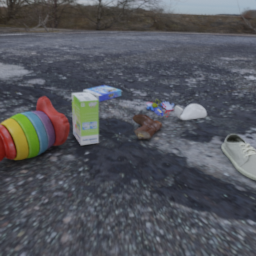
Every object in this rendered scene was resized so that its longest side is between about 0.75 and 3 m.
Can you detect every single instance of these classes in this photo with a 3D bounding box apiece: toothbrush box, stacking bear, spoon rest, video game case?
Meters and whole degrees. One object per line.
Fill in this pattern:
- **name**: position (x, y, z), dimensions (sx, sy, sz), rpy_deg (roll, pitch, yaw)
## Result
- **toothbrush box**: position (-1.441, -0.332, 9.360), dimensions (0.645, 1.498, 1.091), rpy_deg (-8, 24, -22)
- **stacking bear**: position (-3.248, 0.286, 8.140), dimensions (2.558, 1.454, 1.553), rpy_deg (-24, 56, -40)
- **spoon rest**: position (2.510, -0.637, 11.408), dimensions (1.783, 0.540, 0.886), rpy_deg (-6, 35, -42)
- **video game case**: position (-1.299, -1.753, 14.065), dimensions (1.429, 0.325, 1.296), rpy_deg (-21, 32, -38)

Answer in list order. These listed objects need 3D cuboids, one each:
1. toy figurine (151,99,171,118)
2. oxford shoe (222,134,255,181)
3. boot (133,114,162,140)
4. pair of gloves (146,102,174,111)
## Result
- **toy figurine**: position (1.221, -0.736, 11.232), dimensions (0.852, 0.449, 0.510), rpy_deg (44, 33, 14)
- **oxford shoe**: position (3.373, 0.802, 7.984), dimensions (0.809, 0.622, 2.153), rpy_deg (-2, 26, -12)
- **boot**: position (0.452, -0.028, 10.016), dimensions (1.248, 0.430, 1.339), rpy_deg (16, 28, 24)
- **pair of gloves**: position (1.445, -0.964, 12.512), dimensions (1.327, 0.151, 1.067), rpy_deg (-5, 25, -9)
